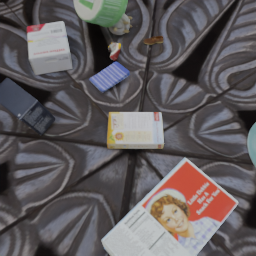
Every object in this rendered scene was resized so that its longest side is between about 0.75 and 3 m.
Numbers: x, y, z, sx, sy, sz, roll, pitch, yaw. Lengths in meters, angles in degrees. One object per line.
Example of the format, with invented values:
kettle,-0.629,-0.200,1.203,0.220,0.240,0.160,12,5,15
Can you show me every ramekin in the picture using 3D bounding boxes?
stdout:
ramekin,-1.084,-4.818,10.203,1.027,2.103,2.103,-13,51,-43

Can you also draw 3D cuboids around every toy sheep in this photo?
toy sheep,-0.352,-4.170,11.253,0.928,0.928,1.345,11,37,7

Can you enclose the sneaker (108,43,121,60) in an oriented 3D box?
sneaker,-0.561,-2.887,10.547,0.439,0.416,1.069,13,39,-2

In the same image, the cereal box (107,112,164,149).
cereal box,0.221,0.062,8.585,1.673,0.331,1.203,1,55,1

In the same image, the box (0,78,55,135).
box,-3.088,-0.614,8.359,1.393,1.269,0.725,34,78,21

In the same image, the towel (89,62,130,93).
towel,-0.648,-1.818,9.816,1.224,0.146,0.886,-36,57,-13

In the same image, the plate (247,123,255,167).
plate,5.025,0.656,8.149,2.928,0.374,2.928,1,54,-1

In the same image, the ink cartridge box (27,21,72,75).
ink cartridge box,-2.937,-2.995,10.454,1.414,0.804,1.941,-11,55,-8

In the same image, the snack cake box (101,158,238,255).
snack cake box,0.989,2.288,6.576,2.876,0.966,1.654,-39,64,-23

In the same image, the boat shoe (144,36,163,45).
boat shoe,1.023,-3.526,11.163,0.797,0.269,0.287,-8,55,-5
